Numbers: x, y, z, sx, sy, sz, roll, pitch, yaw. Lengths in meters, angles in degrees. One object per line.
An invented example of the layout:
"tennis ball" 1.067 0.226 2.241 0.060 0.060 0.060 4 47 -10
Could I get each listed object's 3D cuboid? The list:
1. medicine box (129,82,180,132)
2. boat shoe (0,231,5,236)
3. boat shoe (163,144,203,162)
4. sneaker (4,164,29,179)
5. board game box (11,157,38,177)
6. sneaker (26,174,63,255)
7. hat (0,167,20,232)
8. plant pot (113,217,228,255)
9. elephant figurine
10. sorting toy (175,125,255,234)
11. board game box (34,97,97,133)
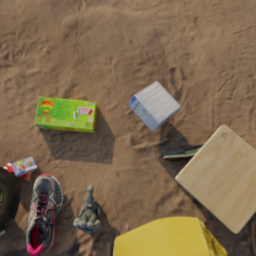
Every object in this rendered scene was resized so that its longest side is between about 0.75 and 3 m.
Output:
"medicine box" 1.028 -0.845 10.858 1.320 0.746 1.449 -35 78 -32
"boat shoe" -5.234 3.714 9.784 0.634 1.815 0.601 -41 67 29
"boat shoe" 2.205 0.968 11.076 1.728 0.633 0.560 -5 69 -9
"sneaker" -4.405 1.785 10.787 1.049 0.606 0.411 17 112 13
"board game box" -4.019 1.503 10.853 0.839 0.144 0.568 -18 58 -32
"sneaker" -3.060 3.153 10.248 1.165 1.079 2.890 -1 76 0
"hat" -5.383 2.605 9.799 2.880 1.162 2.880 19 56 -31
"plant pot" 1.491 4.365 8.234 2.904 2.839 2.821 -37 103 12
"elephant figurine" -1.377 3.067 10.393 1.027 1.126 1.452 29 45 -27
"sorting toy" 3.687 1.888 10.605 2.810 0.984 2.827 42 80 9
"board game box" -2.505 -0.521 11.428 2.337 0.556 1.187 5 76 1
